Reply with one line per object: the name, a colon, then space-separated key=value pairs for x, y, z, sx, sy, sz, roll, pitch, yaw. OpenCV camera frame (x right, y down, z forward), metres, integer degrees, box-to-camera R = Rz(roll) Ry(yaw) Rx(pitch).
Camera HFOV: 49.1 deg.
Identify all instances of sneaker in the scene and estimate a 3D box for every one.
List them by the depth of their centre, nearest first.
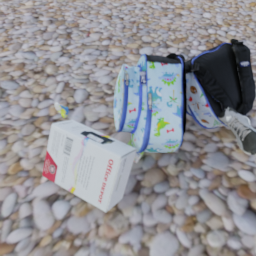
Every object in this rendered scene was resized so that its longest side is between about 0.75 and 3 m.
sneaker: x=3.298 y=-0.004 z=8.573 sx=1.148 sy=0.746 sz=1.988 roll=33 pitch=23 yaw=-13
sneaker: x=-2.608 y=-0.777 z=11.072 sx=0.289 sy=0.763 sz=0.401 roll=6 pitch=47 yaw=31

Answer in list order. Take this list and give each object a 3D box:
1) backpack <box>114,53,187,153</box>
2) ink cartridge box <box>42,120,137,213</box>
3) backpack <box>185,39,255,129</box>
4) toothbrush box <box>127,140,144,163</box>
backpack: x=0.599 y=-0.618 z=8.909 sx=2.101 sy=2.617 sz=2.859 roll=-1 pitch=82 yaw=-8
ink cartridge box: x=-1.210 y=1.073 z=8.461 sx=2.501 sy=1.823 sz=1.036 roll=23 pitch=19 yaw=22
backpack: x=3.162 y=-1.381 z=10.409 sx=2.961 sy=2.281 sz=2.820 roll=-29 pitch=92 yaw=-24
toothbrush box: x=0.262 y=0.721 z=9.850 sx=0.618 sy=0.365 sz=0.849 roll=29 pitch=47 yaw=8
